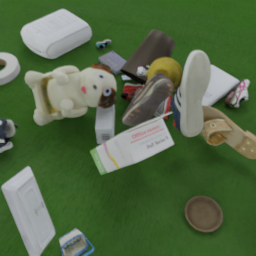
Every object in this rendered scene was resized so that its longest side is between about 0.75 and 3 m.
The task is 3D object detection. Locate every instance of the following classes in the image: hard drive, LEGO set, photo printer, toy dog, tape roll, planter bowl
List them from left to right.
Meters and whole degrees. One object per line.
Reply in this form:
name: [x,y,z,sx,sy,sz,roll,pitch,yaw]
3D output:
tape roll: [-5.911,-2.626,12.500,2.030,0.371,2.030,0,50,-1]
photo printer: [-3.593,-4.562,13.701,2.370,0.989,2.849,38,60,26]
toy dog: [-1.752,-1.224,10.024,2.804,2.718,1.956,-8,87,28]
LEGO set: [0.850,-1.332,10.160,0.958,2.083,0.775,13,47,15]
planter bowl: [1.109,-1.639,8.929,1.180,1.180,0.492,20,21,16]
hard drive: [3.340,-1.739,11.797,2.322,0.310,1.532,-34,57,-24]

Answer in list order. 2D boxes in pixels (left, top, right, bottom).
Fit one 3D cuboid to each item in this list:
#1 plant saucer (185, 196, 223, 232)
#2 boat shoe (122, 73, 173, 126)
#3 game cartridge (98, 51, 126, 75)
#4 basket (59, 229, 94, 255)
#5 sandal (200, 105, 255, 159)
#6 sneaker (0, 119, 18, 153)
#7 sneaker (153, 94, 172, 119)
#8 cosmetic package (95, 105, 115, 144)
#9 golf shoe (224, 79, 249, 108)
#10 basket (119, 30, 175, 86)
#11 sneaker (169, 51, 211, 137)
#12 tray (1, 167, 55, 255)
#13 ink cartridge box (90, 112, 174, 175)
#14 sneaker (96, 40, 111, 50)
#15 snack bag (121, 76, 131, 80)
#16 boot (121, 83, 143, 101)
plant saucer: [2.226,2.559,8.309,1.109,0.163,1.109,0,51,0]
boat shoe: [0.546,-0.839,8.513,0.757,2.032,0.745,25,36,-34]
game cartridge: [-0.646,-2.997,12.908,0.885,0.262,1.366,-34,58,-20]
basket: [-1.391,3.175,7.437,0.782,0.617,0.887,-26,24,-19]
sandal: [2.983,0.182,9.272,2.860,1.049,0.941,34,40,26]
sneaker: [-4.847,-0.065,9.946,1.668,1.023,2.563,-19,53,-17]
sneaker: [1.320,-1.233,11.081,0.803,0.761,1.956,7,51,7]
cosmetic package: [-0.825,-0.347,10.267,0.614,0.874,1.724,0,49,0]
golf shoe: [4.569,-1.365,11.364,0.706,0.556,1.532,35,67,20]
basket: [0.870,-2.613,10.678,1.713,1.292,1.900,31,91,19]
sneaker: [1.824,-1.100,8.881,1.000,2.668,1.127,-3,19,-25]
tray: [-2.299,2.058,6.822,0.227,2.044,1.097,-12,14,16]
ink cartridge box: [0.184,0.520,8.154,1.557,2.658,0.895,-22,85,-34]
sneaker: [-1.171,-4.067,13.725,0.762,0.318,0.460,-17,47,-4]
snack bag: [0.245,-2.161,11.871,1.058,0.120,1.122,-4,16,0]
boot: [0.314,-1.405,11.470,1.163,0.421,0.839,5,50,15]
